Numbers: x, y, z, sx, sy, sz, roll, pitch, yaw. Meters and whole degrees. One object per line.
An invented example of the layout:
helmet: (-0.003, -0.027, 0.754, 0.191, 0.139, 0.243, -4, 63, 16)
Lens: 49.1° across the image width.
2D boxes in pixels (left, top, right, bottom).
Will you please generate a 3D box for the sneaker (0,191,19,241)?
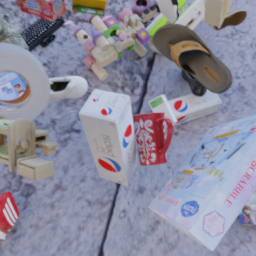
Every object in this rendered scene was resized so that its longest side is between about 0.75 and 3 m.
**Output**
sneaker: (-4.527, 2.442, 8.966, 2.314, 0.907, 1.337, 34, 62, 1)

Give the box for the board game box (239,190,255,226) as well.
board game box: (4.473, 2.353, 9.148, 1.676, 0.363, 1.667, 5, 66, 2)

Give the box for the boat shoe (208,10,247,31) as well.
boat shoe: (3.233, -3.549, 9.075, 1.354, 0.482, 0.437, -20, 43, -17)

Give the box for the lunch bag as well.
lunch bag: (-3.423, -2.230, 7.283, 1.232, 0.859, 1.034, -26, 97, 12)

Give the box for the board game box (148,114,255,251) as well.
board game box: (1.892, 1.040, 6.382, 0.600, 2.916, 2.909, 41, 79, -2)

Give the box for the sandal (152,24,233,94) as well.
sandal: (1.798, -1.991, 8.157, 2.772, 1.133, 0.757, 47, 39, 8)

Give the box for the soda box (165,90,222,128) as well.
soda box: (2.167, -0.715, 10.247, 2.263, 0.771, 0.720, -18, 68, -8)

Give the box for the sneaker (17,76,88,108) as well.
sneaker: (-2.477, -1.094, 8.422, 2.396, 0.960, 0.843, -17, 83, 13)

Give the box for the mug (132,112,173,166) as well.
mug: (0.550, 0.263, 6.545, 0.802, 1.068, 1.203, -5, 88, -8)

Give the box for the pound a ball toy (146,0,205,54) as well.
pound a ball toy: (1.862, -4.445, 11.794, 1.912, 1.246, 2.933, 26, 67, 38)

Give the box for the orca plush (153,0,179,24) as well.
orca plush: (1.231, -4.472, 9.426, 1.839, 0.967, 0.654, 47, 57, -4)

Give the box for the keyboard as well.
keyboard: (-3.774, -4.011, 11.935, 1.419, 0.303, 2.363, 38, 73, 15)

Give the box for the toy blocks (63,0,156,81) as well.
toy blocks: (-0.736, -3.759, 10.459, 2.590, 2.771, 2.333, -34, 77, -14)

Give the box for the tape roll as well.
tape roll: (-2.967, -0.998, 6.848, 1.987, 1.987, 0.656, -25, 38, -10)

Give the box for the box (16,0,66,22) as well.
box: (-2.488, -3.578, 7.906, 1.302, 0.621, 0.649, 24, 55, 18)

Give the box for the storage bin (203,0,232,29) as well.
storage bin: (2.506, -3.551, 7.629, 0.515, 1.098, 1.090, 24, 78, 20)

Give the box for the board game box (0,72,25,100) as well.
board game box: (-4.533, -1.180, 10.683, 1.379, 0.334, 1.824, -30, 70, -12)

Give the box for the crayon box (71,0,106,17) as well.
crayon box: (-0.997, -3.654, 7.387, 0.892, 0.357, 1.405, 4, 70, -11)

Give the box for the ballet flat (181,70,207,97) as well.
ballet flat: (2.498, -1.893, 10.361, 0.772, 0.660, 2.324, 8, 32, -8)

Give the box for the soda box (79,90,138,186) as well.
soda box: (-0.352, 0.321, 6.411, 0.831, 2.440, 0.777, 13, 51, 18)

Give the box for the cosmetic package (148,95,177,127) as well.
cosmetic package: (0.921, -0.428, 7.450, 0.431, 0.339, 0.800, -29, 82, 22)

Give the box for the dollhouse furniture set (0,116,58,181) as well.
dollhouse furniture set: (-2.084, 0.238, 6.504, 1.971, 1.743, 1.096, 10, 103, 32)
